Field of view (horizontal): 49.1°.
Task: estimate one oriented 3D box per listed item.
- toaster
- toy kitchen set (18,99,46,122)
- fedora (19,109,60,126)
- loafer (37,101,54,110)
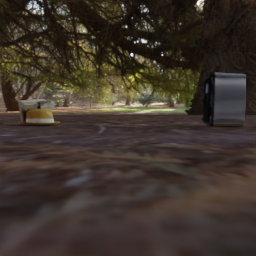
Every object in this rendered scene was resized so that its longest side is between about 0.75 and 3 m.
[{"bbox_3d":[2.923,-0.881,8.710,1.056,1.609,1.779,0,3,8],"label":"toaster"},{"bbox_3d":[-3.121,-0.516,9.319,0.744,0.823,0.912,-12,20,-30],"label":"toy kitchen set"},{"bbox_3d":[-2.855,-0.352,9.070,1.286,0.524,1.286,0,3,0],"label":"fedora"},{"bbox_3d":[-2.948,-0.656,9.672,0.385,0.348,1.018,3,43,35],"label":"loafer"}]
